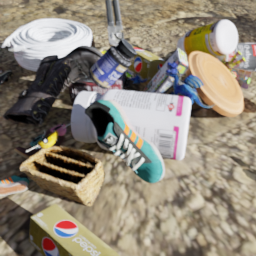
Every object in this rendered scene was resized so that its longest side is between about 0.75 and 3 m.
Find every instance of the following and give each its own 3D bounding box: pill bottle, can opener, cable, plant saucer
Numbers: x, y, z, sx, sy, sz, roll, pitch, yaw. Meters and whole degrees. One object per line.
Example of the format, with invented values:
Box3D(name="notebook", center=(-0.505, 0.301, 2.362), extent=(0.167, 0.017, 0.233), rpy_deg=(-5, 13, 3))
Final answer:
Box3D(name="pill bottle", center=(0.096, -0.139, 7.225), extent=(2.826, 1.602, 1.602), rpy_deg=(8, 38, 11))
Box3D(name="pill bottle", center=(2.840, -3.169, 10.425), extent=(1.175, 1.175, 2.151), rpy_deg=(-25, 16, -29))
Box3D(name="can opener", center=(-0.603, -4.455, 12.152), extent=(0.644, 0.807, 2.415), rpy_deg=(-6, 69, -4))
Box3D(name="cable", center=(-2.880, -3.211, 10.695), extent=(2.975, 1.030, 2.974), rpy_deg=(3, 40, 1))
Box3D(name="pill bottle", center=(4.570, -2.762, 10.991), extent=(1.909, 1.106, 1.106), rpy_deg=(-2, 38, 0))
Box3D(name="plant saucer", center=(2.788, -1.456, 8.803), extent=(2.433, 0.393, 2.433), rpy_deg=(22, 47, -26))
Box3D(name="pill bottle", center=(-0.382, -1.614, 7.070), extent=(0.684, 1.224, 0.684), rpy_deg=(37, 26, -22))

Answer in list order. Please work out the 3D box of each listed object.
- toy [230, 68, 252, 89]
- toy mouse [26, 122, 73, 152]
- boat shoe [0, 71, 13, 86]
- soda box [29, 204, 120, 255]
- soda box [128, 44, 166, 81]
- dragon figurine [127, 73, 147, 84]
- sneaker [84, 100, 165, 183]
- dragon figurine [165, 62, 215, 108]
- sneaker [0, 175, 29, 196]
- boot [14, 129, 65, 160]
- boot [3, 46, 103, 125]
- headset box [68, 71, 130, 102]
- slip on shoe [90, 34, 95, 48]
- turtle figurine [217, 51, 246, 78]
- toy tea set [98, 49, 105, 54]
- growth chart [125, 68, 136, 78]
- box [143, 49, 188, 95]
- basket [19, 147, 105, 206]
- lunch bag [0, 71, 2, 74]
Box3D(name="toy", center=(3.781, -1.811, 10.071), extent=(1.147, 0.660, 0.271), rpy_deg=(22, 34, 31))
Box3D(name="toy mouse", center=(-1.883, 0.224, 6.680), extent=(1.254, 0.243, 1.115), rpy_deg=(-35, 18, -20))
Box3D(name="boat shoe", center=(-4.665, -1.889, 10.618), extent=(0.326, 0.346, 0.963), rpy_deg=(39, 31, -11))
Box3D(name="soda box", center=(-0.931, 2.165, 4.916), extent=(1.867, 0.632, 0.598), rpy_deg=(26, 27, 30))
Box3D(name="soda box", center=(0.478, -2.533, 10.694), extent=(0.720, 0.762, 2.249), rpy_deg=(-8, 33, -28))
Box3D(name="dragon figurine", center=(0.256, -1.524, 8.996), extent=(0.753, 0.374, 0.221), rpy_deg=(-16, -7, 34))
Box3D(name="sneaker", center=(-0.147, 0.319, 5.867), extent=(2.177, 0.777, 0.870), rpy_deg=(51, 29, 15))
Box3D(name="dragon figurine", center=(1.618, -1.025, 7.358), extent=(1.733, 0.861, 0.510), rpy_deg=(33, 66, 0))
Box3D(name="sneaker", center=(-2.720, 1.301, 6.412), extent=(0.932, 0.332, 0.372), rpy_deg=(-6, 28, -1))
Box3D(name="boot", center=(-2.255, 0.444, 7.194), extent=(1.089, 0.394, 0.906), rpy_deg=(20, 71, 9))
Box3D(name="boot", center=(-2.161, -1.130, 8.432), extent=(2.966, 1.027, 2.582), rpy_deg=(-3, 51, 32))
Box3D(name="headset box", center=(-0.915, -1.532, 9.703), extent=(1.960, 0.757, 1.459), rpy_deg=(1, 38, 6))
Box3D(name="slip on shoe", center=(-2.703, -3.588, 12.354), extent=(2.587, 0.784, 0.984), rpy_deg=(-14, 40, -17))
Box3D(name="turtle figurine", center=(3.582, -2.271, 9.889), extent=(0.378, 0.946, 1.173), rpy_deg=(16, 46, -37))
Box3D(name="toy tea set", center=(-1.565, -2.526, 11.214), extent=(1.593, 0.590, 0.947), rpy_deg=(-40, 26, -20))
Box3D(name="growth chart", center=(0.459, -2.349, 11.277), extent=(1.658, 0.147, 1.200), rpy_deg=(-26, 42, -30))
Box3D(name="box", center=(1.116, -1.499, 8.854), extent=(0.327, 1.882, 1.036), rpy_deg=(29, 36, -18))
Box3D(name="basket", center=(-1.322, 0.871, 6.107), extent=(1.485, 1.107, 1.060), rpy_deg=(15, 60, 20))
Box3D(name="lunch bag", center=(-5.809, -2.267, 10.722), extent=(1.667, 0.683, 1.468), rpy_deg=(-20, 42, -23))
